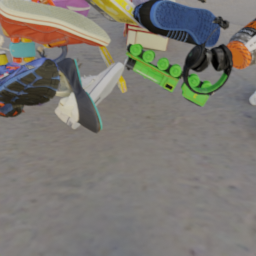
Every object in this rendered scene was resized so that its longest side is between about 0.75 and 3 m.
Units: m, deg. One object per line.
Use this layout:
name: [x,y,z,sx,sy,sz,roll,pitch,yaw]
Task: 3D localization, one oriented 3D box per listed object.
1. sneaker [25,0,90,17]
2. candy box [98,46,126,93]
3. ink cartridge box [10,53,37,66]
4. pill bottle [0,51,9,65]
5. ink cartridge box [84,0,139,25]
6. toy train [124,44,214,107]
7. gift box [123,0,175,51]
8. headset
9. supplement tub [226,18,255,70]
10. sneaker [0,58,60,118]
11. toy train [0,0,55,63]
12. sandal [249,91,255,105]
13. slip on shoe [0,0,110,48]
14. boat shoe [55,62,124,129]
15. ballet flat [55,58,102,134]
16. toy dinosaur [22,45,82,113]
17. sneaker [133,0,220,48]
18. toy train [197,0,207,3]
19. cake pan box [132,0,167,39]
sneaker: [-2.416,-4.631,9.812,2.441,1.392,0.885,-7,60,-37]
candy box: [-0.534,-2.023,9.288,0.222,0.859,1.681,-27,77,-5]
ink cartridge box: [-3.730,-2.447,10.162,0.591,1.377,1.008,-1,40,-2]
pill bottle: [-4.005,-1.892,8.839,0.527,0.947,0.527,-11,14,3]
ink cartridge box: [-0.428,-3.827,9.024,2.147,0.505,2.122,30,4,-36]
toy train: [1.159,-1.554,8.284,2.905,0.819,0.606,28,21,0]
gift box: [1.135,-6.017,15.883,2.610,2.579,2.795,10,37,1]
headset: [1.572,-1.284,5.264,0.934,1.512,0.711,-3,33,-9]
supplement tub: [3.773,-2.578,8.281,1.780,1.091,1.091,-38,49,-13]
sneaker: [-2.338,-0.966,5.830,2.581,1.012,0.972,-14,-16,40]
toy train: [-3.014,-3.145,8.645,2.403,1.805,0.668,-38,44,5]
sandal: [5.378,-1.324,11.490,1.340,0.545,0.329,-23,3,-26]
slip on shoe: [-1.880,-2.610,7.507,2.959,0.905,1.096,1,45,-31]
boat shoe: [-1.072,-1.100,7.846,0.854,0.867,2.447,36,70,6]
ballet flat: [-1.230,-0.689,6.124,0.765,0.765,2.093,-15,61,-19]
toy dinosaur: [-2.498,-1.763,8.342,2.185,1.147,1.983,-20,36,37]
sneaker: [1.524,-3.149,8.382,2.986,1.047,1.163,4,18,-39]
toy train: [2.071,-4.142,8.715,0.916,0.210,0.156,17,27,-20]
cake pan box: [0.899,-4.904,11.393,0.578,2.037,2.212,-31,43,-13]
